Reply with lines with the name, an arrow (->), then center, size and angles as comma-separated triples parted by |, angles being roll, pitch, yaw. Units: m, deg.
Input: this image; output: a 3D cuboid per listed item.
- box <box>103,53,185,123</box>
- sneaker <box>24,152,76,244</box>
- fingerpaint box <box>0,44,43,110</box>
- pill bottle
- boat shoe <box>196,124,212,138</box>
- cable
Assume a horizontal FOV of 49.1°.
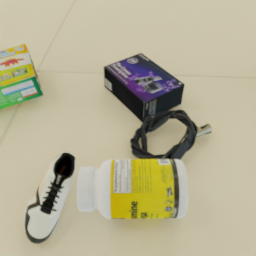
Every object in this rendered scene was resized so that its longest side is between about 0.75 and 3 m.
box -> 0.466, -1.424, 9.375 | 1.642, 0.917, 2.326 | -25, 50, -26
sneaker -> -1.733, 1.458, 6.269 | 0.788, 0.855, 2.138 | 20, 63, -12
fingerpaint box -> -4.353, -1.596, 9.371 | 2.508, 0.920, 2.092 | -21, 51, -11
pill bottle -> 0.079, 1.372, 6.320 | 2.326, 1.308, 1.308 | -1, 46, 0
boat shoe -> 2.018, 0.093, 8.113 | 0.844, 0.289, 0.316 | -16, 22, -15
cable -> 1.013, 0.242, 7.927 | 1.628, 0.507, 1.995 | 24, 64, 33
